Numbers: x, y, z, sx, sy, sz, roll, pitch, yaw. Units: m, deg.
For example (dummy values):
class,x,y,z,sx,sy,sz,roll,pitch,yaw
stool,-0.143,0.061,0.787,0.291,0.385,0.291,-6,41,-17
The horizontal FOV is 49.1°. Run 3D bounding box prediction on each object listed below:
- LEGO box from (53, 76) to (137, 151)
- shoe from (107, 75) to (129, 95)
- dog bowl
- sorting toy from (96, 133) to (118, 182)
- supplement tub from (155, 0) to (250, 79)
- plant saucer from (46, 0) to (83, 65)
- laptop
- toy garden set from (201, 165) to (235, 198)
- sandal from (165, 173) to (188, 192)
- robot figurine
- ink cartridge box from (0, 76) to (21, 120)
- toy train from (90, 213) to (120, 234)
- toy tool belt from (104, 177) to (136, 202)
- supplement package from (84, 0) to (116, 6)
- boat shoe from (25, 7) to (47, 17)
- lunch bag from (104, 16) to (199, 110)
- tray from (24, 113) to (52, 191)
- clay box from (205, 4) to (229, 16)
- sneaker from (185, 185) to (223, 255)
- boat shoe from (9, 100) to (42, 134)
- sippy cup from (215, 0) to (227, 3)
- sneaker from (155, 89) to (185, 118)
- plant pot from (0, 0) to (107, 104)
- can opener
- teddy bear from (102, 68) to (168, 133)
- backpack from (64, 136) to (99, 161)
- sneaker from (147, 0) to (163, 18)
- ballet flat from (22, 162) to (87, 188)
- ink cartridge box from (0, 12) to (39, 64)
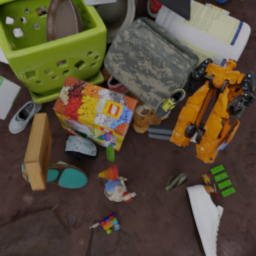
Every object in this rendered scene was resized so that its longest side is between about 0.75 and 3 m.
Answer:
class,x,y,z,sx,sy,sz,roll,pitch,yaw
LEGO box,-0.978,-0.291,8.660,2.032,2.728,1.053,20,75,0
shoe,0.024,-1.636,9.111,1.639,0.746,0.586,-38,70,-13
dog bowl,-0.926,-4.319,9.229,2.843,2.843,1.048,24,45,5
sorting toy,-0.612,0.769,7.319,0.455,0.458,1.322,-5,72,-19
supplement tub,2.368,-3.069,9.656,2.893,2.097,2.097,26,80,5
plant saucer,-1.881,-2.809,8.318,0.346,2.160,2.160,-13,77,-37
laptop,0.295,-4.297,7.996,2.654,1.642,2.834,19,63,-27
toy garden set,3.059,1.899,9.654,0.835,0.200,1.002,-22,80,-6
sandal,1.460,1.711,8.983,0.573,1.443,0.412,-17,71,-18
robot figurine,2.036,-0.483,6.836,1.762,0.707,2.430,34,106,39
ink cartridge box,-3.657,-0.957,7.578,1.369,0.577,1.000,27,89,39
toy train,-0.757,3.293,9.304,0.925,0.392,0.535,-30,94,-6
toy tool belt,-0.352,1.920,9.005,0.800,1.282,0.788,-26,94,-24
supplement package,-0.860,-4.218,7.292,0.892,1.628,0.926,-3,55,8
boat shoe,-3.121,-4.051,10.342,2.517,1.142,0.890,40,81,7
lunch bag,0.795,-2.072,8.348,2.462,1.715,2.065,38,42,3
tray,-2.213,0.537,7.063,0.353,0.941,1.907,-5,36,-6
clay box,3.353,-4.398,10.879,0.965,0.230,0.555,26,80,5
sneaker,2.666,3.111,9.028,1.076,0.925,2.541,-10,79,-3
boat shoe,-3.670,-0.396,9.688,1.584,0.564,0.553,-44,89,13
sippy cup,3.759,-5.504,10.665,1.203,1.642,1.290,-46,126,2
sneaker,1.036,-0.643,7.082,0.357,0.406,0.960,43,96,6
plant pot,-2.291,-2.463,8.631,2.721,2.481,2.735,-21,60,-13
can opener,1.529,0.138,8.729,1.836,0.483,0.610,3,40,19
teddy bear,0.208,-1.285,9.762,2.090,0.962,2.883,-8,72,-8
backpack,-1.530,0.662,8.921,0.873,1.046,0.662,-11,66,33
sneaker,1.218,-5.625,10.643,1.058,1.167,2.747,-4,79,-1
ballet flat,-2.272,1.364,8.664,0.832,2.299,0.780,37,103,38
ink cartridge box,-4.085,-3.240,9.928,2.188,0.489,1.928,18,108,-7
